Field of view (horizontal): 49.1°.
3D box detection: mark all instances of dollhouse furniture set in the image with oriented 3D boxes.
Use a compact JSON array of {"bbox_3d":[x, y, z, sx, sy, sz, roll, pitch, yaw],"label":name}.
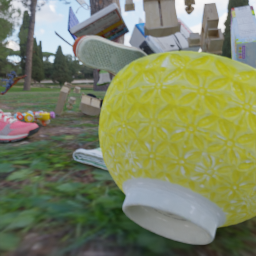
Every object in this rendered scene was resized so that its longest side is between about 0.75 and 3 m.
[{"bbox_3d":[1.364,-3.025,9.237,2.950,2.516,1.441,-3,-34,6],"label":"dollhouse furniture set"},{"bbox_3d":[-2.404,-1.109,15.133,2.759,1.347,2.353,18,23,-12],"label":"dollhouse furniture set"}]

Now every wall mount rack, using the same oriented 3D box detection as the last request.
[{"bbox_3d":[-1.526,-3.823,8.452,0.354,0.949,0.825,-41,8,40],"label":"wall mount rack"}]

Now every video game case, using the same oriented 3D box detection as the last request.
[{"bbox_3d":[-0.746,-2.850,8.209,1.390,0.170,1.944,-26,-4,9],"label":"video game case"}]

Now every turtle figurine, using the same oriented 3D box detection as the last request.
[{"bbox_3d":[-1.368,-3.228,12.544,2.782,2.697,2.002,-12,5,8],"label":"turtle figurine"}]

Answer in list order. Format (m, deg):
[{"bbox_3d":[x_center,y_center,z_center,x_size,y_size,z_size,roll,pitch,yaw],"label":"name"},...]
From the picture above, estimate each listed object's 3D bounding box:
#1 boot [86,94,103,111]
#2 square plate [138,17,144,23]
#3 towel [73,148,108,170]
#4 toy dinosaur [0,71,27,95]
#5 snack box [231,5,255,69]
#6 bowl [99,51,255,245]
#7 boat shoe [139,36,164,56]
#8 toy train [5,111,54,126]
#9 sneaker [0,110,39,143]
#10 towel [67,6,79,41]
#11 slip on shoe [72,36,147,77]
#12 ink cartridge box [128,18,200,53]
[{"bbox_3d":[-1.660,-1.167,15.871,1.788,0.867,0.668,36,52,12],"label":"boot"},{"bbox_3d":[0.852,-3.684,13.098,0.298,2.074,2.093,-6,-29,19],"label":"square plate"},{"bbox_3d":[0.077,0.550,6.688,1.698,0.349,2.277,9,13,40],"label":"towel"},{"bbox_3d":[-3.582,-1.294,8.474,0.864,0.784,0.454,14,38,-10],"label":"toy dinosaur"},{"bbox_3d":[4.586,-3.083,11.019,0.921,2.294,2.720,-5,45,17],"label":"snack box"},{"bbox_3d":[0.609,0.498,3.225,2.435,2.435,1.310,6,54,30],"label":"bowl"},{"bbox_3d":[0.730,-1.624,6.809,0.427,1.289,0.451,-32,39,22],"label":"boat shoe"},{"bbox_3d":[-3.985,-0.340,11.413,1.643,0.608,2.187,3,7,25],"label":"toy train"},{"bbox_3d":[-4.120,-0.184,8.618,2.651,1.150,0.977,0,10,-3],"label":"sneaker"},{"bbox_3d":[-2.170,-4.106,11.266,0.153,1.280,0.927,-7,-25,13],"label":"towel"},{"bbox_3d":[-0.292,-1.642,6.805,2.424,0.898,0.742,10,19,-42],"label":"slip on shoe"},{"bbox_3d":[1.489,-3.349,11.044,2.343,1.710,0.988,-21,-26,-29],"label":"ink cartridge box"}]
